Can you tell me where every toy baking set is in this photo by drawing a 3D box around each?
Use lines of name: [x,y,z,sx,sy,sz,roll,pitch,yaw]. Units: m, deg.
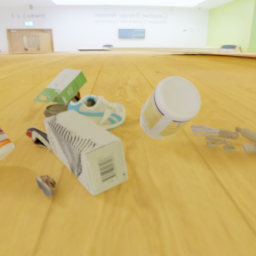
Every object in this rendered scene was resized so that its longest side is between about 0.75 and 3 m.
toy baking set: [2.898,0.196,8.191,1.847,0.280,2.406,1,18,-13]

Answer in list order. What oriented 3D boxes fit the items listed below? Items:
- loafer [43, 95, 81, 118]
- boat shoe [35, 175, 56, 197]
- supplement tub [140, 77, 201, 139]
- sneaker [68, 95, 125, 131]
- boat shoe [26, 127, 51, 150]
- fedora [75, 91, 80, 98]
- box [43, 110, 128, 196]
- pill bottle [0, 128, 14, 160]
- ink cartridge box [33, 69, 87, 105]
loafer: [-2.132,-0.842,10.679,2.186,0.737,0.831,-9,35,-12]
boat shoe: [-1.644,1.148,5.754,0.315,0.333,0.878,-23,22,-27]
supplement tub: [1.077,-0.471,7.723,1.249,1.249,1.718,-7,-20,-19]
sneaker: [-0.950,-0.571,9.605,1.100,1.162,2.877,8,18,26]
boat shoe: [-2.571,0.319,8.146,1.334,0.475,0.417,15,53,32]
fedora: [-2.512,-1.323,11.437,1.108,1.108,0.452,1,54,4]
box: [-1.109,0.445,6.692,0.907,1.089,2.652,-22,26,-26]
pill bottle: [-3.664,-0.013,6.371,1.144,2.004,1.144,-36,4,3]
ink cartridge box: [-2.490,-1.384,10.364,0.971,0.555,1.871,14,55,35]
